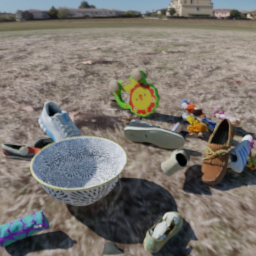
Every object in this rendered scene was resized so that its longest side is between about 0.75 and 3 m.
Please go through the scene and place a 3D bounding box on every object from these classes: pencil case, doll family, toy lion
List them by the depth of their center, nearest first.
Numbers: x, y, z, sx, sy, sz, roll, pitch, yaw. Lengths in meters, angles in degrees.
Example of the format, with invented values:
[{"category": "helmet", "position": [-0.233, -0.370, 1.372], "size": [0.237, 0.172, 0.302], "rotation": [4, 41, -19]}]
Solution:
[{"category": "pencil case", "position": [-2.750, 2.623, 7.301], "size": [1.276, 0.543, 0.590], "rotation": [-19, 7, -12]}, {"category": "doll family", "position": [3.635, -0.179, 12.721], "size": [2.948, 1.328, 1.830], "rotation": [13, 16, -15]}, {"category": "toy lion", "position": [0.406, -1.677, 14.462], "size": [2.476, 2.373, 0.850], "rotation": [-18, -1, 37]}]

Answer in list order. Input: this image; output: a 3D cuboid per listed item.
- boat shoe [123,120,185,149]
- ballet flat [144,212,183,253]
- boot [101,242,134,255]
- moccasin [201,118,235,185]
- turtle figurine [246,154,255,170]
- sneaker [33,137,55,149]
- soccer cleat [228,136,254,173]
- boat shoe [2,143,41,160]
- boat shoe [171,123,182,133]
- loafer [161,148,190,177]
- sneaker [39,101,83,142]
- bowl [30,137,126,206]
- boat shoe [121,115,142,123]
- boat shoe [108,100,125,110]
[{"category": "boat shoe", "position": [1.160, 0.181, 11.848], "size": [2.661, 0.956, 0.900], "rotation": [11, 41, 25]}, {"category": "ballet flat", "position": [1.003, 2.617, 7.428], "size": [0.593, 0.593, 1.676], "rotation": [19, 30, 33]}, {"category": "boot", "position": [-0.222, 3.061, 6.930], "size": [0.891, 0.345, 0.616], "rotation": [2, 22, 2]}, {"category": "moccasin", "position": [3.168, 0.801, 9.833], "size": [0.929, 0.981, 2.541], "rotation": [15, 64, 37]}, {"category": "turtle figurine", "position": [4.892, 1.172, 10.302], "size": [1.310, 0.523, 1.624], "rotation": [-26, 25, -1]}, {"category": "sneaker", "position": [-3.387, 0.651, 11.635], "size": [0.547, 0.385, 1.031], "rotation": [20, 31, 39]}, {"category": "soccer cleat", "position": [4.123, 0.843, 10.314], "size": [0.732, 0.592, 1.695], "rotation": [29, 57, 1]}, {"category": "boat shoe", "position": [-4.175, 0.885, 11.054], "size": [1.620, 0.507, 0.576], "rotation": [3, 25, 4]}, {"category": "boat shoe", "position": [2.179, 0.136, 12.729], "size": [0.313, 0.352, 0.957], "rotation": [47, 52, -3]}, {"category": "loafer", "position": [1.816, 1.144, 9.758], "size": [0.635, 0.703, 1.859], "rotation": [-34, -3, 34]}, {"category": "sneaker", "position": [-2.479, 0.089, 10.947], "size": [2.979, 1.291, 1.117], "rotation": [41, 49, 18]}, {"category": "bowl", "position": [-1.473, 1.529, 8.811], "size": [2.882, 1.352, 2.882], "rotation": [-1, 26, 0]}, {"category": "boat shoe", "position": [0.188, -0.427, 13.478], "size": [1.150, 0.404, 0.405], "rotation": [9, -1, 35]}, {"category": "boat shoe", "position": [-0.439, -1.329, 15.493], "size": [1.338, 0.480, 0.506], "rotation": [4, 27, 7]}]
